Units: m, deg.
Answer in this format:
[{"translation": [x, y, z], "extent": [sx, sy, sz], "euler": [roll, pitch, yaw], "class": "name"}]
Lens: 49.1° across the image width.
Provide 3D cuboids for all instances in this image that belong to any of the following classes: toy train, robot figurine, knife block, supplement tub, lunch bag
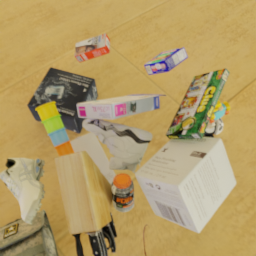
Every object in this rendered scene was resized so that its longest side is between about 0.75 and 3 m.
[{"translation": [2.646, -0.489, 10.152], "extent": [2.342, 1.759, 0.651], "euler": [-2, 54, -45], "class": "toy train"}, {"translation": [3.472, -0.116, 12.322], "extent": [1.366, 1.027, 0.853], "euler": [1, 40, 0], "class": "robot figurine"}, {"translation": [-1.200, 2.417, 7.880], "extent": [0.913, 2.855, 2.506], "euler": [-15, 39, 17], "class": "knife block"}, {"translation": [-0.157, 1.945, 8.438], "extent": [0.678, 1.106, 0.678], "euler": [-2, 36, 2], "class": "supplement tub"}, {"translation": [-3.567, 4.251, 9.362], "extent": [2.194, 1.573, 2.676], "euler": [-22, 55, -11], "class": "lunch bag"}]

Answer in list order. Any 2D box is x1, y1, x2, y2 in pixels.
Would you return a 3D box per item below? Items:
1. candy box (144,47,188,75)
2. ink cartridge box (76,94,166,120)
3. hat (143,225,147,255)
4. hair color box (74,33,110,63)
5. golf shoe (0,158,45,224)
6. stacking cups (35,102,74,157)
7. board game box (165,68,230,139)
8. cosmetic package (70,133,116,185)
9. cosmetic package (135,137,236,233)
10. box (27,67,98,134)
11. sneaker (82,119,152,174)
[{"translation": [1.308, -2.309, 9.666], "extent": [1.171, 0.451, 0.990], "euler": [-39, 25, -33], "class": "candy box"}, {"translation": [-0.132, -0.789, 9.797], "extent": [1.701, 0.598, 2.851], "euler": [5, 17, 43], "class": "ink cartridge box"}, {"translation": [0.362, 3.843, 7.780], "extent": [1.324, 1.407, 1.598], "euler": [2, 15, -35], "class": "hat"}, {"translation": [-1.240, -2.758, 9.687], "extent": [1.190, 0.380, 0.660], "euler": [-13, 57, 19], "class": "hair color box"}, {"translation": [-3.316, 1.838, 8.607], "extent": [1.344, 1.082, 2.765], "euler": [19, 16, -26], "class": "golf shoe"}, {"translation": [-2.473, 0.357, 10.067], "extent": [0.765, 0.765, 2.529], "euler": [-24, 95, -13], "class": "stacking cups"}, {"translation": [2.215, -0.759, 8.924], "extent": [1.342, 0.301, 2.562], "euler": [-3, 51, 52], "class": "board game box"}, {"translation": [-1.419, 1.630, 11.139], "extent": [1.408, 1.110, 2.617], "euler": [-23, 61, -11], "class": "cosmetic package"}, {"translation": [1.761, 1.543, 8.457], "extent": [2.158, 1.780, 1.779], "euler": [-40, 26, -30], "class": "cosmetic package"}, {"translation": [-2.875, -1.267, 12.726], "extent": [2.276, 1.359, 2.314], "euler": [16, 62, 9], "class": "box"}, {"translation": [-0.574, 0.592, 9.717], "extent": [2.694, 1.012, 1.549], "euler": [14, 89, 25], "class": "sneaker"}]
